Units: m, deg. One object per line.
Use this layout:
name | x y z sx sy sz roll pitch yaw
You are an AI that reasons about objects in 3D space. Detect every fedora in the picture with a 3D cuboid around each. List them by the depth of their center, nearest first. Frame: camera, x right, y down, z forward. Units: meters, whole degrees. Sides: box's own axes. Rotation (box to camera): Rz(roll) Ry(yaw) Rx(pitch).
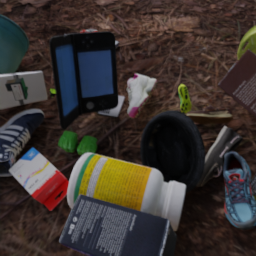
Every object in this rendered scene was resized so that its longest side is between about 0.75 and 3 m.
fedora | 1.484 0.710 8.359 1.109 2.429 2.429 1 37 -47

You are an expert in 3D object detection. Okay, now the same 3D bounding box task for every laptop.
laptop | -0.853 -1.120 10.532 1.232 0.714 1.154 10 50 9

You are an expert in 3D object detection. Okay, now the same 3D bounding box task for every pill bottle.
pill bottle | -0.004 1.725 7.395 2.831 1.597 1.597 13 49 11

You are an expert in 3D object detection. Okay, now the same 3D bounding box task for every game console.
game console | -1.254 -1.581 8.947 2.388 2.715 1.580 -11 24 -21

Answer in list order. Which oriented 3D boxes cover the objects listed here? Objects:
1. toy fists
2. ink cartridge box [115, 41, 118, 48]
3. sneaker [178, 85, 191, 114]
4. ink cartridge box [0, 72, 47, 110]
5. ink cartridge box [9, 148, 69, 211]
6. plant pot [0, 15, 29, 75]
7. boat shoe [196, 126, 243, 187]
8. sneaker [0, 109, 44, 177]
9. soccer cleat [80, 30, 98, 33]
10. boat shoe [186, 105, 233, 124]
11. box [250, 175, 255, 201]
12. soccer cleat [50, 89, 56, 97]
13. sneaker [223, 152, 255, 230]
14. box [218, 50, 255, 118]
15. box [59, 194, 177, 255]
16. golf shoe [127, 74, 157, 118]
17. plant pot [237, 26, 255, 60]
toy fists | -1.646 0.564 9.146 1.263 0.434 0.644 14 56 2
ink cartridge box | -1.288 -3.841 13.271 1.279 0.260 1.277 19 51 16
sneaker | 2.063 -1.050 10.164 0.412 1.112 0.465 -5 22 14
ink cartridge box | -4.314 -1.230 9.404 1.837 1.060 2.514 5 18 37
ink cartridge box | -2.532 1.475 8.162 1.692 0.569 0.983 34 72 27
plant pot | -5.474 -2.817 11.044 2.482 2.482 2.332 4 63 4
boat shoe | 2.835 0.895 8.604 0.738 0.866 2.590 28 51 19
sneaker | -3.591 0.508 8.926 2.698 0.946 1.464 -35 58 -26
soccer cleat | -1.972 -4.810 14.140 0.896 0.307 0.382 -7 38 -10
boat shoe | 2.862 -0.523 9.967 1.641 0.592 0.591 0 65 3
box | 4.069 1.762 8.263 0.867 0.240 1.082 34 57 26
soccer cleat | -2.843 -1.294 10.624 0.258 0.309 0.763 5 14 -20
sneaker | 2.937 1.628 7.701 0.898 1.082 2.265 -17 40 24
box | 4.114 -1.341 8.921 1.704 1.413 1.399 48 28 22
box | -0.113 2.266 5.711 1.961 1.451 1.023 9 61 23
golf shoe | 0.287 -1.227 10.330 1.045 0.860 2.283 29 42 1
plant pot | 5.106 -2.862 10.557 2.258 2.258 2.076 30 30 24
